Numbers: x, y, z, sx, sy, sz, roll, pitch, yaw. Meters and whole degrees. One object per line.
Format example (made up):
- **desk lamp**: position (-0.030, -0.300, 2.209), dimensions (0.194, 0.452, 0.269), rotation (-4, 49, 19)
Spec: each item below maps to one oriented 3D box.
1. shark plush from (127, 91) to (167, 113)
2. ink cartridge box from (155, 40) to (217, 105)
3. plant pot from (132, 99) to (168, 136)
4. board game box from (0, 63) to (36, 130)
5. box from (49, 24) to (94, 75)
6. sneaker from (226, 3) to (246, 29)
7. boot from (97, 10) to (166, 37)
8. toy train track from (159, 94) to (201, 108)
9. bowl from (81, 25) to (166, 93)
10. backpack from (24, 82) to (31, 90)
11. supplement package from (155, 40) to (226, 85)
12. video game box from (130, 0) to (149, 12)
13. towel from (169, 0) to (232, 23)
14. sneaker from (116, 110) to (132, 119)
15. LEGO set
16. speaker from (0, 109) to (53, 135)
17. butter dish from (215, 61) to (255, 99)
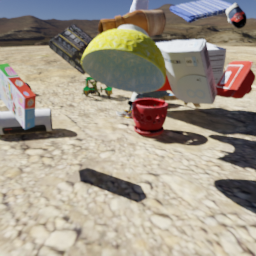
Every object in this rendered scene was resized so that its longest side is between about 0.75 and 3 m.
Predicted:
- **shark plush**: position (0.777, -1.411, 12.920), dimensions (1.148, 1.252, 2.755), rotation (25, 28, 21)
- **ink cartridge box**: position (1.202, -1.504, 7.855), dimensions (2.247, 1.798, 0.531), rotation (6, 53, 33)
- **plant pot**: position (0.778, -0.379, 10.104), dimensions (1.262, 1.149, 1.262), rotation (-1, 21, 0)
- **board game box**: position (-2.937, -0.823, 7.340), dimensions (0.293, 1.111, 1.452), rotation (-26, 60, -38)
- **box**: position (-1.783, -2.857, 10.108), dimensions (1.643, 0.403, 1.324), rotation (38, 59, 4)
- **sneaker**: position (3.400, -3.280, 8.599), dimensions (0.522, 0.589, 1.394), rotation (-34, -15, 31)
- **boot**: position (0.010, -2.469, 9.015), dimensions (2.061, 2.654, 1.018), rotation (-17, 62, -20)
- **toy train track**: position (2.433, -1.356, 13.054), dimensions (2.589, 1.485, 0.421), rotation (1, 46, 48)
- **bowl**: position (-0.001, -1.758, 6.703), dimensions (2.038, 1.097, 2.038), rotation (12, -15, 3)
- **backpack**: position (-6.110, -2.170, 15.389), dimensions (0.946, 0.892, 1.160), rotation (12, 41, 39)
- **supplement package**: position (2.388, -2.702, 11.514), dimensions (1.984, 1.413, 2.548), rotation (-7, 26, -13)
- **video game box**: position (0.174, -3.668, 12.022), dimensions (0.659, 2.815, 2.564), rotation (8, -18, -9)
- **towel**: position (2.852, -4.535, 10.731), dimensions (2.145, 0.256, 1.553), rotation (-17, 41, -15)
- **sneaker**: position (-0.156, -0.629, 11.915), dimensions (0.787, 0.323, 0.306), rotation (11, 23, 28)
- **LEGO set**: position (-1.582, -1.982, 14.999), dimensions (1.804, 1.045, 1.387), rotation (-6, 51, -7)
- **speaker**: position (-3.834, -0.220, 10.128), dimensions (2.075, 0.843, 0.843), rotation (-4, 21, -12)
- **butter dish**: position (3.129, -1.235, 7.915), dimensions (0.848, 1.148, 1.145), rotation (28, 6, -17)
